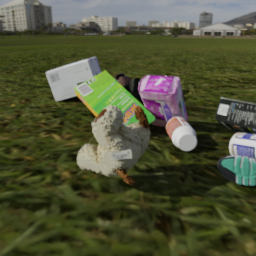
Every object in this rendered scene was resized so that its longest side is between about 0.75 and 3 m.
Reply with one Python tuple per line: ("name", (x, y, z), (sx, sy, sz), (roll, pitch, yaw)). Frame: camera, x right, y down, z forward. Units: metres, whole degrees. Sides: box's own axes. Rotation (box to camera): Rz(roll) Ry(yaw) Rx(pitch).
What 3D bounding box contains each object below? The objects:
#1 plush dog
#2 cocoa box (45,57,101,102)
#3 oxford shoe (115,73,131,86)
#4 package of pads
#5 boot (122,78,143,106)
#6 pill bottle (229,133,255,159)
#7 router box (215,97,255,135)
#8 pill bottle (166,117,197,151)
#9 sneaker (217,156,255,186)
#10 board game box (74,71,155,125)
("plush dog", (-0.049, 0.351, 5.573), (1.297, 1.617, 1.389), (40, 39, 14))
("cocoa box", (-2.301, -2.187, 12.518), (2.071, 1.381, 1.359), (-13, 17, 14))
("oxford shoe", (-0.216, -2.053, 11.848), (0.676, 0.689, 1.899), (-33, 20, 1))
("package of pads", (1.127, -0.752, 8.780), (1.182, 1.961, 0.742), (9, 60, 26))
("boot", (-0.187, -0.754, 10.060), (1.496, 0.753, 2.001), (-19, 46, 42))
("pill bottle", (3.086, 0.506, 6.679), (0.686, 0.686, 1.146), (-12, 11, -29))
("router box", (3.413, -0.139, 7.548), (1.559, 0.646, 2.081), (15, -2, 34))
("pill bottle", (1.508, 0.177, 7.888), (0.671, 0.671, 1.196), (-1, 21, -4))
("sneaker", (2.778, 0.918, 6.044), (1.636, 0.609, 0.716), (8, 7, 19))
("board game box", (-0.474, -0.722, 8.911), (1.302, 0.408, 2.725), (-33, 56, -18))
